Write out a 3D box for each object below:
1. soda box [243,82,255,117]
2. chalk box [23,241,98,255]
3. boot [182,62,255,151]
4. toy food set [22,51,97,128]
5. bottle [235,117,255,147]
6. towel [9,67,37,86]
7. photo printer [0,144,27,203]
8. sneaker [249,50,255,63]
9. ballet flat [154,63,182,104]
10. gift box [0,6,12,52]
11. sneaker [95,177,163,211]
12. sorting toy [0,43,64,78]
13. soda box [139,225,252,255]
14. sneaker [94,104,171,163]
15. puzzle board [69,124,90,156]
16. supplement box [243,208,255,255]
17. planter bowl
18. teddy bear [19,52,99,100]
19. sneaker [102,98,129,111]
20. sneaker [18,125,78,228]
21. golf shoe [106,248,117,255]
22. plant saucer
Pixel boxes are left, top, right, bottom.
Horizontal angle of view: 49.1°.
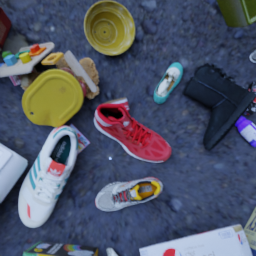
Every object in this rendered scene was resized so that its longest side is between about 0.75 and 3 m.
[{"bbox_3d":[3.714,-0.868,8.442,0.317,0.354,1.000,22,80,1],"label":"soda box"},{"bbox_3d":[-1.960,3.730,7.083,2.148,1.341,1.331,5,79,2],"label":"chalk box"},{"bbox_3d":[2.371,-0.682,8.147,1.795,0.811,2.191,40,103,21],"label":"boot"},{"bbox_3d":[-1.828,-0.967,7.616,2.253,0.736,1.325,-37,107,22],"label":"toy food set"},{"bbox_3d":[3.484,0.031,8.219,1.097,0.358,0.458,51,127,19],"label":"bottle"},{"bbox_3d":[-3.316,-1.739,8.730,0.818,0.122,0.599,-32,82,-6],"label":"towel"},{"bbox_3d":[-4.317,1.482,7.300,2.317,0.967,2.785,24,71,23],"label":"photo printer"},{"bbox_3d":[4.289,-2.508,8.612,1.104,0.635,0.417,-44,82,-8],"label":"sneaker"},{"bbox_3d":[1.238,-1.407,8.443,0.499,0.521,1.481,28,81,13],"label":"ballet flat"},{"bbox_3d":[-5.347,-2.742,7.636,2.712,2.680,2.904,18,75,2],"label":"gift box"},{"bbox_3d":[0.015,1.779,7.716,1.934,0.795,0.753,-18,79,-2],"label":"sneaker"},{"bbox_3d":[-2.982,-2.035,8.015,2.584,0.352,1.455,-2,42,23],"label":"sorting toy"},{"bbox_3d":[1.581,3.053,6.813,2.512,0.856,0.800,-25,65,27],"label":"soda box"},{"bbox_3d":[0.115,0.174,7.671,2.483,1.434,0.973,25,80,2],"label":"sneaker"},{"bbox_3d":[-1.633,0.368,8.357,0.606,0.070,0.805,-44,82,-8],"label":"puzzle board"},{"bbox_3d":[4.406,2.918,7.140,2.194,1.474,2.196,33,80,6],"label":"supplement box"},{"bbox_3d":[-0.641,-2.980,8.571,1.579,0.658,1.579,-2,96,-21],"label":"planter bowl"},{"bbox_3d":[-2.058,-1.286,8.390,2.497,0.834,1.811,-28,74,3],"label":"teddy bear"},{"bbox_3d":[-0.386,-0.583,8.410,0.868,0.309,0.488,-10,112,22],"label":"sneaker"},{"bbox_3d":[-2.115,1.262,7.392,1.031,1.369,2.929,24,80,-13],"label":"sneaker"},{"bbox_3d":[-0.161,3.686,7.617,0.538,0.434,1.108,-30,86,-23],"label":"golf shoe"},{"bbox_3d":[3.187,-3.411,6.237,2.417,2.413,0.579,-30,62,22],"label":"plant saucer"}]
